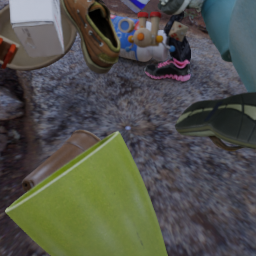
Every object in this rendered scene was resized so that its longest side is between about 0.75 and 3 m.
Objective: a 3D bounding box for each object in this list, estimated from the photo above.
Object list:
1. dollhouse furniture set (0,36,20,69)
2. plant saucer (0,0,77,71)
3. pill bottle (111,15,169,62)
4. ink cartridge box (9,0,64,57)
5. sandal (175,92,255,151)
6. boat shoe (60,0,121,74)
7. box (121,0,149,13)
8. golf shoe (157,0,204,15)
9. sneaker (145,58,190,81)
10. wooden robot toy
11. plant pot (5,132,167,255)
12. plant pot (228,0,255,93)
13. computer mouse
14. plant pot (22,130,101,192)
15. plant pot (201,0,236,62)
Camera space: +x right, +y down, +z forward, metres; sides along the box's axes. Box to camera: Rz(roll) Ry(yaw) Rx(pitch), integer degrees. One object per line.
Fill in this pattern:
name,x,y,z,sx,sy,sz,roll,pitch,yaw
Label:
dollhouse furniture set,-2.093,-0.536,3.483,0.898,1.744,1.725,24,55,-28
plant saucer,-2.518,-2.510,7.479,2.417,0.356,2.417,-1,69,3
pill bottle,0.246,-3.143,9.988,2.423,1.360,1.360,16,47,16
ink cartridge box,-1.600,-2.252,4.930,0.695,1.194,1.639,-5,80,-6
sandal,1.474,-0.034,4.088,0.833,0.599,2.098,-45,16,-11
boat shoe,-0.771,-2.491,6.287,0.894,0.845,2.485,-16,75,-39
box,0.237,-4.875,8.861,1.571,1.709,0.896,33,9,-20
golf shoe,1.595,-3.471,6.967,1.266,1.109,2.873,35,45,-13
sneaker,1.322,-2.022,9.309,1.540,0.734,0.608,5,46,8
wooden robot toy,0.326,-2.522,7.403,2.395,1.055,1.087,4,18,16
plant pot,-0.198,0.796,2.315,1.069,1.069,1.143,-36,93,-31
plant pot,3.370,-1.406,4.813,2.771,2.831,2.779,-20,77,-10
computer mouse,1.657,-2.960,9.609,0.492,1.868,1.294,9,55,37
plant pot,-0.817,0.745,3.957,1.052,1.052,1.042,29,49,26
plant pot,2.714,-2.505,6.952,1.551,1.551,1.458,-6,77,-6
